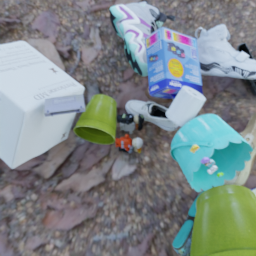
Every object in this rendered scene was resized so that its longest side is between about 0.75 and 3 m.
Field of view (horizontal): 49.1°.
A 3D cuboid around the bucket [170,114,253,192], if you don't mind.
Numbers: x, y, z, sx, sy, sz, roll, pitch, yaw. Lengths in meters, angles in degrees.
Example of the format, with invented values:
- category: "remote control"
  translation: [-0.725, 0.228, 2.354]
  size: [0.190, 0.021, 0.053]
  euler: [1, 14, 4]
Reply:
- category: "bucket"
  translation: [2.009, 0.613, 7.015]
  size: [1.815, 1.815, 1.181]
  euler: [-23, 48, -8]

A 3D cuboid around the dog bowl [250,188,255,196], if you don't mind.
- category: "dog bowl"
  translation: [3.815, 2.368, 7.937]
  size: [1.325, 0.522, 1.325]
  euler: [0, 71, 0]

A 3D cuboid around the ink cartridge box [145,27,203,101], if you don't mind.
- category: "ink cartridge box"
  translation: [1.321, -1.595, 7.979]
  size: [1.423, 0.796, 2.086]
  euler: [4, 78, -34]

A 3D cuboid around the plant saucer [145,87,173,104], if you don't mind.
- category: "plant saucer"
  translation: [1.023, -1.128, 8.855]
  size: [0.978, 0.168, 0.978]
  euler: [4, 43, -4]

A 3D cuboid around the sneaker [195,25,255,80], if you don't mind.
- category: "sneaker"
  translation: [3.190, -2.316, 8.607]
  size: [2.635, 0.990, 1.514]
  euler: [11, 103, 23]

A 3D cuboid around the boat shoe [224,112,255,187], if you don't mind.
- category: "boat shoe"
  translation: [3.402, 0.539, 8.365]
  size: [0.831, 0.917, 2.574]
  euler: [26, 74, 8]

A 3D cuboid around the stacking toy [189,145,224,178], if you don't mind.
- category: "stacking toy"
  translation: [1.697, 0.713, 5.933]
  size: [0.201, 0.857, 0.646]
  euler: [-44, 55, 14]

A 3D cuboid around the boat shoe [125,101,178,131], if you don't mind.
- category: "boat shoe"
  translation: [0.686, -0.498, 8.538]
  size: [1.849, 0.607, 0.665]
  euler: [29, 64, 28]

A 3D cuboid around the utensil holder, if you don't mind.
- category: "utensil holder"
  translation: [1.465, -0.533, 7.115]
  size: [0.712, 0.712, 0.838]
  euler: [35, 117, 11]

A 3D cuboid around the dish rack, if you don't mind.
- category: "dish rack"
  translation: [5.008, -2.160, 9.405]
  size: [2.452, 0.669, 1.880]
  euler: [-16, 72, -2]

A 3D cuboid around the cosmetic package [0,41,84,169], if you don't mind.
- category: "cosmetic package"
  translation: [-3.004, -0.732, 7.701]
  size: [2.516, 2.093, 2.106]
  euler: [38, 37, 13]

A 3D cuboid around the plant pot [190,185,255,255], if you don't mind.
- category: "plant pot"
  translation: [2.367, 2.555, 6.272]
  size: [2.269, 2.269, 2.185]
  euler: [4, 43, 1]

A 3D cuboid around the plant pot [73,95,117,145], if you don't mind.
- category: "plant pot"
  translation: [-0.855, -0.297, 8.279]
  size: [1.236, 1.236, 1.191]
  euler: [11, 66, 4]

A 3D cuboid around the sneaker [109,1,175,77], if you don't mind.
- category: "sneaker"
  translation: [0.747, -3.269, 9.566]
  size: [2.055, 1.142, 2.937]
  euler: [-20, 73, -6]

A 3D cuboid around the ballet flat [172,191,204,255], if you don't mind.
- category: "ballet flat"
  translation: [1.958, 2.658, 7.814]
  size: [0.747, 0.747, 2.011]
  euler: [35, 71, 11]

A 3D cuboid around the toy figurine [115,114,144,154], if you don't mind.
- category: "toy figurine"
  translation: [0.092, 0.184, 8.380]
  size: [0.794, 1.124, 1.142]
  euler: [1, 72, 6]

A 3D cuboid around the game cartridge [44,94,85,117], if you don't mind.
- category: "game cartridge"
  translation: [-1.408, -0.506, 6.222]
  size: [0.867, 0.166, 0.562]
  euler: [-8, 38, -7]
